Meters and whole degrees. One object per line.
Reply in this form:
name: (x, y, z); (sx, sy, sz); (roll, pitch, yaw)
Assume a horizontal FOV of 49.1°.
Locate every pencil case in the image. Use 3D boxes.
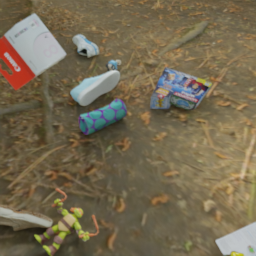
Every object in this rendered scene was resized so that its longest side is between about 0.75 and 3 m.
pencil case: (-1.023, -0.470, 11.146); (1.903, 0.810, 0.879); (-25, 65, -24)

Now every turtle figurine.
turtle figurine: (-1.877, 2.755, 8.018); (1.887, 0.608, 1.522); (39, 64, 23)

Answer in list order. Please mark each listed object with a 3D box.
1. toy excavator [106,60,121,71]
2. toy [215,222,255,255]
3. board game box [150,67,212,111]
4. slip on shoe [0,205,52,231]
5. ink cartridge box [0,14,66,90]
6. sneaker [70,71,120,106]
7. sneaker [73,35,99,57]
toy excavator: (-0.678, -3.219, 14.167); (0.419, 0.816, 0.839); (22, 77, 22)
toy: (3.509, 3.272, 7.584); (2.039, 0.481, 1.174); (-16, 49, -16)
board game box: (2.084, -1.501, 12.252); (2.345, 0.723, 2.343); (25, 51, 23)
slip on shoe: (-3.115, 2.701, 8.117); (1.839, 0.699, 0.557); (12, 78, 4)
ink cartridge box: (-3.595, -2.669, 9.853); (2.182, 0.623, 1.774); (-42, 102, -22)
sneaker: (-1.500, -2.017, 12.629); (1.043, 0.941, 2.544); (36, 54, 26)
sneaker: (-2.512, -4.429, 15.265); (0.861, 0.745, 1.988); (-37, 55, -25)
